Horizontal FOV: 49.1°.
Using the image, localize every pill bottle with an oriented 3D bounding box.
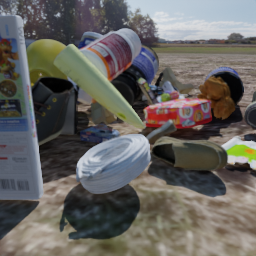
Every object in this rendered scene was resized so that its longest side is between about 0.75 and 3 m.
[{"bbox_3d":[0.121,-2.093,11.409,1.673,1.673,2.991,7,39,19],"label":"pill bottle"},{"bbox_3d":[-0.618,-2.323,9.127,1.303,1.303,2.378,12,40,32],"label":"pill bottle"},{"bbox_3d":[3.926,-1.762,11.642,1.466,1.466,2.622,5,19,15],"label":"pill bottle"},{"bbox_3d":[-1.449,-2.161,10.386,1.336,2.405,1.336,20,-4,2],"label":"pill bottle"}]

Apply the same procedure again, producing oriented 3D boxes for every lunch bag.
[{"bbox_3d":[1.395,-0.415,8.355,1.606,0.747,1.824,-15,12,-40],"label":"lunch bag"}]

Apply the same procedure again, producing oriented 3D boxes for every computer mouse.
[{"bbox_3d":[1.696,-1.761,12.164,1.287,0.705,0.282,46,39,20],"label":"computer mouse"}]

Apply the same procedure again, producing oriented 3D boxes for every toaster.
[{"bbox_3d":[-2.015,-0.657,8.220,0.918,1.547,1.399,-3,19,-23],"label":"toaster"}]

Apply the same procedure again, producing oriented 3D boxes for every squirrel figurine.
[{"bbox_3d":[3.116,-1.082,9.578,1.086,1.535,1.433,-33,-14,9],"label":"squirrel figurine"}]

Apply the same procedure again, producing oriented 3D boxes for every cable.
[{"bbox_3d":[-0.258,0.618,5.201,1.439,0.498,1.439,-24,16,-6],"label":"cable"}]

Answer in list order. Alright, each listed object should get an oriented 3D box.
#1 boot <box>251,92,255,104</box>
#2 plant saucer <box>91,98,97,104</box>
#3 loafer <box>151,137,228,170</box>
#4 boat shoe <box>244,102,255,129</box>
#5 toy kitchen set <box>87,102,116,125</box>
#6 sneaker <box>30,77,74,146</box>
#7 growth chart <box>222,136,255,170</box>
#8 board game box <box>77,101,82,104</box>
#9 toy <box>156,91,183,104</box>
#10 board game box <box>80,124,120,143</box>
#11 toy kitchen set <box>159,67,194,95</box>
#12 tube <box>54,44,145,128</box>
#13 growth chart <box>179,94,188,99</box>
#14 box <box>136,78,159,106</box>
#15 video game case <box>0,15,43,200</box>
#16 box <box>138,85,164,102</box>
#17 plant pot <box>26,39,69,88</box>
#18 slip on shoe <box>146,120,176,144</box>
[{"bbox_3d":[5.123,-0.741,9.677,1.564,0.876,2.261,16,24,27],"label":"boot"},{"bbox_3d":[-1.089,-1.071,11.157,0.779,0.126,0.779,-4,-18,-1],"label":"plant saucer"},{"bbox_3d":[1.225,0.591,5.942,1.717,0.653,0.579,4,19,41],"label":"loafer"},{"bbox_3d":[4.574,-0.102,7.316,2.981,1.072,0.966,17,19,28],"label":"boat shoe"},{"bbox_3d":[-0.868,-0.212,8.477,0.738,0.904,0.816,-26,44,15],"label":"toy kitchen set"},{"bbox_3d":[-2.353,-0.159,5.974,1.080,1.534,2.888,34,36,8],"label":"sneaker"},{"bbox_3d":[3.293,0.639,6.308,2.467,0.219,1.785,10,19,30],"label":"growth chart"},{"bbox_3d":[-2.629,-1.257,11.911,1.123,0.347,1.124,17,25,41],"label":"board game box"},{"bbox_3d":[1.657,-1.139,10.748,1.103,0.452,1.916,-15,25,-16],"label":"toy"},{"bbox_3d":[-0.718,0.140,7.781,0.892,0.275,0.892,6,20,19],"label":"board game box"},{"bbox_3d":[2.223,-2.143,13.665,1.162,1.288,1.051,-14,-19,-37],"label":"toy kitchen set"},{"bbox_3d":[-0.672,-0.940,7.350,2.818,0.731,0.817,43,34,-10],"label":"tube"},{"bbox_3d":[1.623,-1.061,11.238,1.245,0.153,1.721,3,26,32],"label":"growth chart"},{"bbox_3d":[0.767,-1.248,10.367,0.207,1.192,0.656,-35,28,-3],"label":"box"},{"bbox_3d":[-2.548,-0.202,4.480,2.083,2.909,0.262,0,16,5],"label":"video game case"},{"bbox_3d":[0.595,-1.698,13.085,1.527,0.442,1.922,-14,23,-36],"label":"box"},{"bbox_3d":[-3.183,-2.064,10.826,2.251,2.251,1.598,0,34,1],"label":"plant pot"},{"bbox_3d":[0.753,0.201,6.928,1.038,0.315,0.395,-34,-8,-23],"label":"slip on shoe"}]
